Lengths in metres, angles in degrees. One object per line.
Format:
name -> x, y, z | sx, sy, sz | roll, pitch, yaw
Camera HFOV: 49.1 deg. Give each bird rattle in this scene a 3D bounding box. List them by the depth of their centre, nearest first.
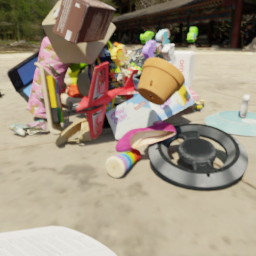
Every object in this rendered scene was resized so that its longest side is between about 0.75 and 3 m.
bird rattle -> -2.465, -1.665, 12.057 | 2.311, 1.597, 2.835 | 33, 33, 23

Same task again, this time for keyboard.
keyboard -> -0.488, -0.443, 9.486 | 1.433, 0.910, 0.148 | -4, -11, -9

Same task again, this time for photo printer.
photo printer -> -0.970, 1.603, 3.167 | 1.404, 0.586, 1.687 | 6, -5, 41

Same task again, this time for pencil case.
pencil case -> -2.680, -1.649, 9.722 | 1.201, 2.777, 1.150 | 6, 25, -36

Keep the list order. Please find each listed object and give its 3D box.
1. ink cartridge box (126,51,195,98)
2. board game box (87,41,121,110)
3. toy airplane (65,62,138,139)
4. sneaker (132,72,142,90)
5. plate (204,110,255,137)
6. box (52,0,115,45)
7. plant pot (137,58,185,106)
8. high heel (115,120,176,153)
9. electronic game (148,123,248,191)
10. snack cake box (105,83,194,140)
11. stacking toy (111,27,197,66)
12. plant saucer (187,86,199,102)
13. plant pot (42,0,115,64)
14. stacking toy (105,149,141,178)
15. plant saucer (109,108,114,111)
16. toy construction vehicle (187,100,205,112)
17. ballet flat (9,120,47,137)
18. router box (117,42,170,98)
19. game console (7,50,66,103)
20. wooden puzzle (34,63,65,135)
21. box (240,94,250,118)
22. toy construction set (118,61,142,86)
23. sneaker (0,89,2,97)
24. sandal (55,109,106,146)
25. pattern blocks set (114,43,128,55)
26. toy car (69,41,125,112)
ink cartridge box -> 1.489, -2.478, 13.155 | 2.977, 2.173, 1.255 | 10, 21, 23
board game box -> -0.829, -1.762, 8.781 | 0.535, 1.559, 1.886 | -6, 52, -19
toy airplane -> -0.498, -0.836, 7.363 | 2.508, 2.508, 0.461 | -15, 51, -36
sneaker -> 0.621, -1.407, 7.432 | 1.100, 0.525, 0.436 | -28, 53, 7
plate -> 3.895, -0.254, 9.632 | 2.444, 0.312, 2.444 | 1, 18, 0
box -> -0.963, -2.491, 6.479 | 0.637, 0.851, 1.699 | 28, 25, 4
plant pot -> 0.615, -0.908, 5.847 | 0.939, 0.657, 0.939 | 30, -12, 7
high heel -> 0.398, 0.270, 6.432 | 1.394, 0.469, 0.668 | -22, 26, -13
electronic game -> 1.593, 0.583, 6.513 | 2.238, 0.466, 2.238 | -3, 35, 2
snack cake box -> 0.765, -0.630, 8.699 | 1.561, 0.912, 2.715 | -22, 3, 36
stacking toy -> 0.726, -2.175, 7.183 | 1.538, 0.479, 2.040 | 10, 41, 32
plant saucer -> 1.550, -1.282, 11.263 | 2.480, 0.629, 2.480 | -6, 7, 1
plant pot -> -1.514, -2.836, 8.014 | 1.462, 1.295, 1.460 | 13, 67, 37
stacking toy -> -0.029, 0.751, 6.561 | 0.493, 0.493, 1.156 | 11, 17, 28
plant saucer -> -0.377, -0.707, 11.291 | 0.824, 0.078, 0.288 | 13, 23, 30
toy construction vehicle -> 2.674, -0.976, 11.555 | 1.131, 0.398, 0.984 | 1, 19, 3
ballet flat -> -3.059, 0.046, 8.545 | 1.142, 0.406, 0.395 | -9, -19, -6
router box -> 0.501, -2.095, 9.845 | 1.611, 0.668, 2.150 | -6, 41, 39
game console -> -3.434, -1.871, 10.745 | 1.032, 1.498, 1.738 | 30, 59, 25
wooden puzzle -> -2.131, -0.785, 8.052 | 0.364, 1.953, 1.807 | -13, 3, -5
box -> 4.080, -0.767, 9.769 | 0.195, 0.638, 0.806 | 10, 24, 24
toy construction set -> 0.020, -1.683, 8.302 | 0.902, 0.634, 1.376 | 30, 24, -24
sneaker -> -6.767, -1.626, 13.318 | 1.744, 0.524, 0.909 | -11, 21, -41
sandal -> -1.193, 0.069, 8.051 | 0.599, 0.668, 1.821 | 44, 64, 11
pattern blocks set -> -0.659, -2.842, 11.695 | 2.341, 2.663, 0.216 | -11, 46, 55
toy car -> -1.291, -1.997, 11.586 | 2.182, 2.271, 2.765 | -36, 15, -15
